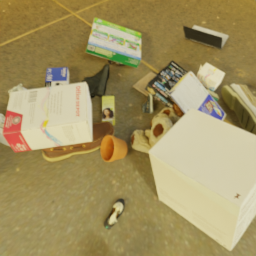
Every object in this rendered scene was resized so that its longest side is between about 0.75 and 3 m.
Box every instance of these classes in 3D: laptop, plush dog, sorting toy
[{"bbox_3d":[4.089,-4.996,14.527,2.031,1.257,2.169,25,56,17],"label":"laptop"},{"bbox_3d":[1.425,0.074,10.442,1.810,2.256,1.938,31,63,-18],"label":"plush dog"},{"bbox_3d":[1.121,-1.892,12.800,1.436,0.262,1.329,33,59,28],"label":"sorting toy"}]

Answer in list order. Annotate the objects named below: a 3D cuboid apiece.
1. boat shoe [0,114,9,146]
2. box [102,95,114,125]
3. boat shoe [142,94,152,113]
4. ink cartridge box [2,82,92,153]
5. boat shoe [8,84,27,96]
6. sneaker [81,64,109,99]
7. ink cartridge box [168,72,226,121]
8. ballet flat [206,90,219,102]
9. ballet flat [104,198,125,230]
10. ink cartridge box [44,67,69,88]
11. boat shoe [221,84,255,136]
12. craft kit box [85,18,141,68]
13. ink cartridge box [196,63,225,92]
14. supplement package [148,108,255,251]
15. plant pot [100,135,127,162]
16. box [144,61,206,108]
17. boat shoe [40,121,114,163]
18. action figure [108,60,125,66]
[{"bbox_3d":[-5.187,-0.115,10.997,2.821,1.015,0.927,18,59,23],"label":"boat shoe"},{"bbox_3d":[-0.837,-0.764,11.835,0.541,0.360,1.438,-3,52,-2],"label":"box"},{"bbox_3d":[0.808,-1.066,11.993,0.423,0.330,0.933,0,67,-2],"label":"boat shoe"},{"bbox_3d":[-2.714,-0.399,9.861,2.774,1.187,2.047,-6,49,-2],"label":"ink cartridge box"},{"bbox_3d":[-4.605,-1.363,11.742,0.785,0.905,2.124,-37,48,-7],"label":"boat shoe"},{"bbox_3d":[-1.557,-2.099,12.649,1.199,0.690,2.299,6,55,2],"label":"sneaker"},{"bbox_3d":[2.589,-0.751,10.701,2.344,0.557,2.372,51,46,-6],"label":"ink cartridge box"},{"bbox_3d":[3.465,-1.439,12.040,1.188,0.401,0.370,17,60,-42],"label":"ballet flat"},{"bbox_3d":[-0.401,2.762,9.094,0.418,0.418,1.143,23,56,17],"label":"ballet flat"},{"bbox_3d":[-3.215,-1.852,12.601,0.992,0.466,2.109,-4,52,-4],"label":"ink cartridge box"},{"bbox_3d":[4.957,-0.782,11.374,1.017,1.111,2.972,-16,53,-5],"label":"boat shoe"},{"bbox_3d":[-0.629,-4.167,13.614,2.546,0.618,2.514,15,48,-12],"label":"craft kit box"},{"bbox_3d":[3.402,-2.178,11.880,1.042,0.669,0.652,35,71,18],"label":"ink cartridge box"},{"bbox_3d":[2.405,1.464,8.174,2.713,2.837,2.086,30,61,34],"label":"supplement package"},{"bbox_3d":[-0.485,0.777,10.293,0.675,0.965,0.965,7,45,-35],"label":"plant pot"},{"bbox_3d":[2.078,-1.717,12.161,2.037,0.506,2.022,40,61,7],"label":"box"},{"bbox_3d":[-1.864,0.395,10.547,2.898,0.979,1.043,-20,55,-14],"label":"boat shoe"},{"bbox_3d":[-0.436,-3.325,13.688,1.083,0.553,0.644,4,38,6],"label":"action figure"}]
